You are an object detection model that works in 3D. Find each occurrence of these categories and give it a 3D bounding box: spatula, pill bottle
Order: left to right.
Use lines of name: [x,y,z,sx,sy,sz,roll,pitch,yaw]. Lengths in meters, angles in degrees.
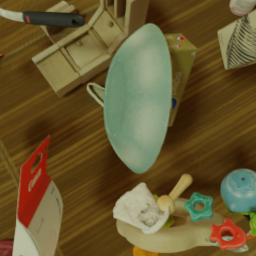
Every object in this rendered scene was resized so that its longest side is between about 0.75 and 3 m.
spatula: [-2.270,-2.274,5.631,2.874,0.812,0.295,10,49,6]
pill bottle: [3.468,-3.845,8.078,0.694,1.224,0.694,0,85,2]

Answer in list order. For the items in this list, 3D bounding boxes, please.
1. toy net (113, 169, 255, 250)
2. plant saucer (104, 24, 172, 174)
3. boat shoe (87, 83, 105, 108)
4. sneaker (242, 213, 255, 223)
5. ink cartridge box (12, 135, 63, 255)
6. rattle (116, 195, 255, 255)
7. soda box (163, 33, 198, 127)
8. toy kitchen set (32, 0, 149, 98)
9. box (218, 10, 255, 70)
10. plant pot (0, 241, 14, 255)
toy net: [0.942,1.288,4.194,2.375,0.459,1.246,-14,46,14]
plant saucer: [-0.034,-0.532,5.229,0.531,2.759,2.759,2,83,-18]
boat shoe: [-0.546,-0.788,8.124,1.535,0.480,0.546,36,83,2]
sneaker: [2.461,1.661,4.985,1.283,2.416,0.903,38,100,19]
ink cartridge box: [-1.417,1.445,4.723,0.640,1.823,2.243,13,101,-7]
rattle: [1.164,2.455,5.390,2.786,1.814,1.990,2,85,34]
soda box: [0.730,-0.877,5.711,0.618,1.930,0.654,-12,47,-22]
toy kitchen set: [-1.436,-2.869,7.236,2.959,2.670,2.414,-36,84,-8]
box: [2.477,-1.644,4.782,0.717,2.098,0.862,-15,93,-14]
plant pot: [-3.412,3.873,7.133,1.589,1.422,1.589,0,83,0]
